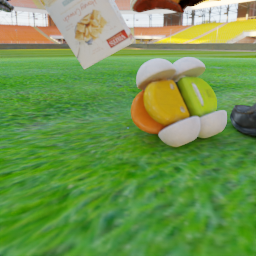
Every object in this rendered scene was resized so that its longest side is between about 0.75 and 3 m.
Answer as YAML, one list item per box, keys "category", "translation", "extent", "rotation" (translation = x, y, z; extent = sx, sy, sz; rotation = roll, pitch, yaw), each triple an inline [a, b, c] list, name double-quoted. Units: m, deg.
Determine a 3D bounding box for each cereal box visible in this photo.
- category: "cereal box"
  translation: [-1.337, -3.570, 9.037]
  extent: [2.017, 2.803, 0.554]
  rotation: [-22, 23, 25]

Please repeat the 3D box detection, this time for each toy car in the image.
- category: "toy car"
  translation: [1.087, -0.517, 6.818]
  extent: [2.282, 1.997, 1.711]
  rotation: [-13, -15, -35]

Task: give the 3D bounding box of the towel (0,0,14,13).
- category: "towel"
  translation: [-3.876, -3.200, 6.101]
  extent: [1.984, 1.026, 2.396]
  rotation: [7, 17, 10]

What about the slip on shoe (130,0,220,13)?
- category: "slip on shoe"
  translation: [1.357, -3.806, 8.160]
  extent: [2.906, 0.889, 1.077]
  rotation: [-2, 5, 29]

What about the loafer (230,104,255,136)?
- category: "loafer"
  translation: [3.390, -0.271, 6.648]
  extent: [1.068, 1.061, 2.935]
  rotation: [-4, 17, -9]
